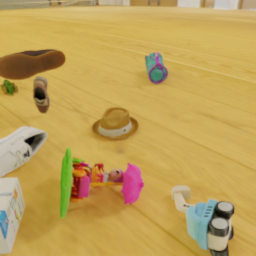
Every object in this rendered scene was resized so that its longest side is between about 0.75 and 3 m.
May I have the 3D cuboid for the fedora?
[{"bbox_3d":[-0.471,-0.276,10.140,1.782,0.727,1.782,0,30,0],"label":"fedora"}]

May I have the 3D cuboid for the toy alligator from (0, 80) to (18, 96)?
[{"bbox_3d":[-5.862,-2.088,13.583,0.652,0.473,1.968,-17,34,-29],"label":"toy alligator"}]

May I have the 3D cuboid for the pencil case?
[{"bbox_3d":[1.475,-3.257,14.979,1.044,1.134,2.454,5,31,-5],"label":"pencil case"}]

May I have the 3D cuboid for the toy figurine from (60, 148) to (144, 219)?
[{"bbox_3d":[-0.641,1.342,7.059,1.991,1.624,2.163,6,2,-17],"label":"toy figurine"}]

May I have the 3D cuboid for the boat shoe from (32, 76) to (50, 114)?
[{"bbox_3d":[-3.300,-1.117,10.493,0.634,1.673,0.601,1,46,-5],"label":"boat shoe"}]

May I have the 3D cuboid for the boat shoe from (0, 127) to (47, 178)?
[{"bbox_3d":[-3.267,0.673,8.234,0.852,0.959,2.607,3,31,12],"label":"boat shoe"}]

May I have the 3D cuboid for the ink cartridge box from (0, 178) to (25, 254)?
[{"bbox_3d":[-2.937,1.877,6.072,0.965,0.982,1.334,-3,30,-5],"label":"ink cartridge box"}]

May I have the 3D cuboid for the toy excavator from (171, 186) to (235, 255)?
[{"bbox_3d":[1.554,1.933,6.320,1.606,0.802,1.562,6,28,29],"label":"toy excavator"}]

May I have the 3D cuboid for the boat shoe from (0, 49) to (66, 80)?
[{"bbox_3d":[-3.632,-2.351,10.273,2.636,0.928,0.927,-20,29,-39],"label":"boat shoe"}]
